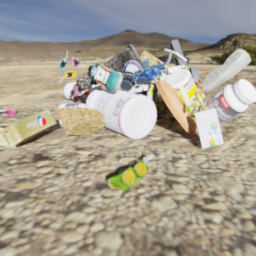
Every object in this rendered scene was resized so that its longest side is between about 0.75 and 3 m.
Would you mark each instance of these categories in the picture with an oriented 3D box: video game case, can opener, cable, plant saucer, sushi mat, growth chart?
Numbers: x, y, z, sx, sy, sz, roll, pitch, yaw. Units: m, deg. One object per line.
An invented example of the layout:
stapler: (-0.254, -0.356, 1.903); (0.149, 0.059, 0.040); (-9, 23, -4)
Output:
video game case: (1.744, -2.674, 10.290); (0.558, 0.070, 0.779); (24, 11, -34)
can opener: (2.678, -3.044, 13.317); (0.807, 2.415, 0.644); (-12, -15, -15)
cable: (1.258, -2.045, 14.837); (2.974, 1.030, 2.975); (-15, 21, -31)
plant saucer: (1.878, -0.813, 10.482); (0.393, 2.433, 2.433); (-35, 9, 16)
sushi mat: (-4.719, 0.302, 10.209); (2.877, 0.174, 1.376); (5, 18, 18)
growth chart: (1.900, -2.035, 12.488); (1.200, 1.658, 0.147); (-6, 45, -10)

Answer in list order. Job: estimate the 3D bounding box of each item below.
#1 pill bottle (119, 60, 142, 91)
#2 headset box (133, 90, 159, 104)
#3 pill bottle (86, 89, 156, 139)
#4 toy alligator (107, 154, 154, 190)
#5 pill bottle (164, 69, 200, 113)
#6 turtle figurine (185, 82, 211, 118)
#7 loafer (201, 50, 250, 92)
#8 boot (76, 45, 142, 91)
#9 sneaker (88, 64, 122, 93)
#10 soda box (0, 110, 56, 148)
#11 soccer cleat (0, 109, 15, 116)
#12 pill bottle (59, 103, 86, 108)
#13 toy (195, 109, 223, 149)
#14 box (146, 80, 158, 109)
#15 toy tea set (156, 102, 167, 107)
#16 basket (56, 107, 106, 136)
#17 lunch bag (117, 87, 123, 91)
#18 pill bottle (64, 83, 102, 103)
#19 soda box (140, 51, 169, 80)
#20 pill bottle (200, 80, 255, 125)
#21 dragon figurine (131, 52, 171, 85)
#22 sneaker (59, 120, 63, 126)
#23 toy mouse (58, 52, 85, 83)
pill bottle: (0.068, -1.979, 10.648); (0.684, 0.684, 1.224); (5, 49, 18)
headset box: (0.284, -1.099, 12.600); (1.459, 0.757, 1.960); (-30, 14, -37)
pill bottle: (-0.387, -0.671, 10.941); (1.602, 1.602, 2.826); (-12, 21, -35)
toy alligator: (0.192, 1.133, 6.910); (0.642, 0.465, 1.936); (-28, -4, 40)
pill bottle: (2.465, -1.413, 12.217); (1.175, 2.151, 1.175); (-20, 40, 18)
turtle figurine: (2.260, -0.866, 9.267); (0.378, 1.173, 0.946); (18, 62, 47)
loafer: (3.828, -2.116, 10.993); (0.733, 2.100, 0.734); (29, 36, -31)
boot: (-0.940, -2.326, 11.846); (2.582, 1.027, 2.966); (-32, 12, -16)
sneaker: (-0.933, -1.880, 10.336); (0.870, 0.777, 2.177); (19, 9, -28)
soda box: (-3.200, -0.024, 9.179); (0.632, 0.598, 1.867); (-29, 6, 24)
soccer cleat: (-5.920, -0.753, 13.508); (0.919, 0.321, 0.397); (-4, 17, -13)
pill bottle: (-2.512, -0.757, 12.710); (1.362, 0.756, 0.756); (9, 19, 35)
toy: (2.538, 0.017, 8.863); (0.660, 1.147, 0.271); (-14, 4, 4)
box: (0.926, -0.944, 11.375); (0.327, 1.882, 1.036); (12, 19, 11)
toy tea set: (1.840, -1.058, 14.236); (1.593, 0.590, 0.947); (-6, 10, 12)
basket: (-1.609, -0.445, 9.947); (1.060, 1.107, 1.485); (-37, -23, 25)
lunch bag: (-0.546, -2.229, 17.809); (1.667, 0.683, 1.468); (8, 19, 25)
pill bottle: (-2.632, -2.071, 16.410); (2.165, 1.186, 1.186); (10, 20, 31)
soda box: (1.406, -2.601, 12.633); (2.249, 0.720, 0.762); (17, 22, -48)
pill bottle: (3.735, -0.921, 10.517); (1.106, 1.106, 1.909); (-13, -19, -37)
dragon figurine: (0.726, -1.985, 9.504); (0.861, 0.510, 1.733); (18, -28, -18)
sneaker: (-2.270, -0.249, 10.740); (0.372, 0.332, 0.932); (-22, -4, 8)
toy mouse: (-2.321, -2.502, 10.993); (1.254, 1.115, 0.243); (-27, 41, -22)
